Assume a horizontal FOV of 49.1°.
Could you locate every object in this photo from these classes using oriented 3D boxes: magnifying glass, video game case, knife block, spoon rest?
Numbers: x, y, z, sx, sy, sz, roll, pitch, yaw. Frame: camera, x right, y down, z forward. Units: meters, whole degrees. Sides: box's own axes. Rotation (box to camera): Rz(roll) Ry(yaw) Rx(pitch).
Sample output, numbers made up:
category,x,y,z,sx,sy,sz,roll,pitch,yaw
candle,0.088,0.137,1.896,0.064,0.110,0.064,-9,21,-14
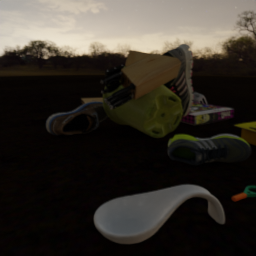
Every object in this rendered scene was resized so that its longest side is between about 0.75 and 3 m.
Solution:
category,x,y,z,sx,sy,sz,roll,pitch,yaw
magnifying glass,2.553,1.408,5.988,0.918,0.103,0.365,-10,17,-31
video game case,3.188,-0.791,13.898,2.636,0.521,2.908,-9,17,-30
knife block,0.396,-1.497,9.431,2.495,2.190,0.798,11,-28,2
spoon rest,0.556,1.407,4.785,2.291,0.694,1.138,-3,15,-16

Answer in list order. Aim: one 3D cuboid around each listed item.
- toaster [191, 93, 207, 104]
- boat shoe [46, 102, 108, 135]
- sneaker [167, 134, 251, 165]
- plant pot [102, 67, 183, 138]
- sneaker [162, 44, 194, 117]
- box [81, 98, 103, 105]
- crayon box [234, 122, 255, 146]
category,x,y,z,sx,sy,sz,roll,pitch,yaw
toaster,3.966,-1.437,15.761,0.638,1.123,0.725,-40,31,-14
boat shoe,-1.712,-0.262,11.082,2.889,1.044,1.046,-25,32,-38
sneaker,2.142,0.696,7.673,2.276,0.841,0.921,-2,19,22
plant pot,0.722,-0.881,10.930,2.662,2.662,2.448,-8,28,-29
sneaker,1.821,-1.775,11.259,1.307,2.988,1.102,-15,29,-18
box,-1.412,-1.608,17.626,2.836,0.302,2.318,-3,15,-16
crayon box,5.120,0.229,9.461,2.681,0.681,1.702,-6,15,-25
